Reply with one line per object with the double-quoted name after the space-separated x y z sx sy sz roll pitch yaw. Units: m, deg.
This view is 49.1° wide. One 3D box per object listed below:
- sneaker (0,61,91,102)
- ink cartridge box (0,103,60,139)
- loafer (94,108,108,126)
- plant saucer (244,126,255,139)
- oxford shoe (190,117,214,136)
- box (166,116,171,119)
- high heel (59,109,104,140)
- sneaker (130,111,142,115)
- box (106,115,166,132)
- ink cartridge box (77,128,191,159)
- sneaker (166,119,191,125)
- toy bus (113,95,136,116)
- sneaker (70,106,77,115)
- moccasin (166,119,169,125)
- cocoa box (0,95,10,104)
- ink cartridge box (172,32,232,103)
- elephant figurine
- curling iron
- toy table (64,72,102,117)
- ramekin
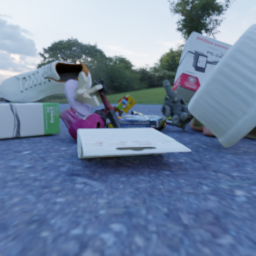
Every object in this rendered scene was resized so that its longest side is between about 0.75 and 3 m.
-2.681 -1.614 8.809 2.929 1.066 1.240 -11 -21 -6 "sneaker"
-3.424 -0.248 8.296 2.292 0.964 1.673 -5 7 -39 "ink cartridge box"
-0.974 -0.487 10.346 0.667 0.584 1.855 14 -9 -1 "loafer"
4.397 0.061 8.104 2.690 0.431 2.690 -1 6 0 "plant saucer"
2.712 -0.376 9.194 0.996 1.038 2.813 0 6 -3 "oxford shoe"
1.731 -0.458 13.534 1.064 0.254 0.649 -2 6 13 "box"
-1.017 0.092 7.966 1.092 0.767 2.277 46 3 18 "high heel"
0.472 -0.539 13.819 0.531 0.459 1.175 9 11 -25 "sneaker"
0.377 -0.157 9.811 1.634 0.476 2.387 2 6 15 "box"
-0.036 0.400 5.090 1.688 0.522 2.082 -1 12 -12 "ink cartridge box"
2.264 -0.545 11.313 1.582 0.655 0.567 -16 -11 32 "sneaker"
-0.152 -0.682 9.461 0.941 0.486 0.888 -32 16 46 "toy bus"
-2.594 -0.694 13.087 0.334 0.868 0.369 5 18 32 "sneaker"
1.353 -0.275 11.887 0.806 0.275 0.324 -2 6 -16 "moccasin"
-5.950 -0.768 10.847 1.497 1.473 2.245 6 8 42 "cocoa box"
3.111 -2.358 11.570 1.952 2.687 1.120 18 -19 -2 "ink cartridge box"
1.563 -0.740 9.401 0.991 1.087 1.401 -5 52 -50 "elephant figurine"
-0.510 -0.490 7.426 0.274 2.141 0.531 -19 -28 -5 "curling iron"
-1.164 -0.881 7.355 0.611 1.043 0.959 -26 12 37 "toy table"
2.521 -0.964 6.212 1.285 2.636 2.636 39 15 10 "ramekin"
